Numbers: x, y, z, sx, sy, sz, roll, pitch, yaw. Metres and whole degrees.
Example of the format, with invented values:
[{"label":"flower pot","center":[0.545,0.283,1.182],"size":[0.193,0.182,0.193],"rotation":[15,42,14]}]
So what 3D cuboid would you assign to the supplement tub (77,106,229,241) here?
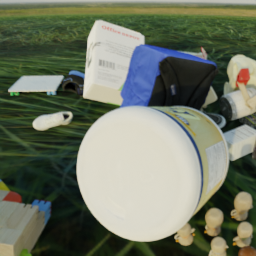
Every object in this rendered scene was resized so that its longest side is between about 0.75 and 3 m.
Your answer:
[{"label":"supplement tub","center":[0.708,0.643,5.463],"size":[2.141,2.141,2.965],"rotation":[16,12,28]}]

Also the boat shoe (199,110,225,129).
[{"label":"boat shoe","center":[2.271,-0.317,9.341],"size":[1.808,0.641,0.652],"rotation":[5,60,26]}]

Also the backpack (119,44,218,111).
[{"label":"backpack","center":[0.936,-0.866,8.229],"size":[2.257,2.777,2.331],"rotation":[2,25,-29]}]

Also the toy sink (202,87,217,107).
[{"label":"toy sink","center":[2.086,-1.338,9.526],"size":[1.047,1.607,0.900],"rotation":[-26,5,44]}]

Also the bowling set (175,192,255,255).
[{"label":"bowling set","center":[1.736,2.014,4.968],"size":[1.626,0.873,1.132],"rotation":[-22,47,-4]}]

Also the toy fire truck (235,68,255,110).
[{"label":"toy fire truck","center":[4.311,-0.941,9.048],"size":[1.418,0.490,2.011],"rotation":[0,71,4]}]

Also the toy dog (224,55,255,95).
[{"label":"toy dog","center":[5.297,-1.890,11.353],"size":[2.447,1.707,2.372],"rotation":[10,44,4]}]

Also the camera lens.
[{"label":"camera lens","center":[3.825,-0.818,9.656],"size":[1.142,0.913,0.913],"rotation":[-18,30,-5]}]

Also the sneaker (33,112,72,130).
[{"label":"sneaker","center":[-2.519,-0.302,9.423],"size":[1.341,0.502,0.668],"rotation":[-17,-6,-27]}]

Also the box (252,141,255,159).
[{"label":"box","center":[4.045,0.569,7.680],"size":[1.083,0.774,0.196],"rotation":[6,31,13]}]

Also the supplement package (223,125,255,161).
[{"label":"supplement package","center":[3.179,0.418,8.040],"size":[1.000,0.584,0.586],"rotation":[-19,32,-18]}]

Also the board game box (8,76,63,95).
[{"label":"board game box","center":[-4.240,-2.007,13.185],"size":[2.071,0.268,2.071],"rotation":[-1,28,-1]}]

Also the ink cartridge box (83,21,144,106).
[{"label":"ink cartridge box","center":[-0.505,-2.412,10.782],"size":[2.054,1.186,2.824],"rotation":[11,65,-22]}]

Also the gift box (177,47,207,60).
[{"label":"gift box","center":[2.413,-2.430,12.146],"size":[1.934,2.072,1.911],"rotation":[15,36,23]}]

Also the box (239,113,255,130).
[{"label":"box","center":[4.579,-0.136,9.573],"size":[1.004,0.278,1.254],"rotation":[-5,28,-8]}]

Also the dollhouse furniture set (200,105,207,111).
[{"label":"dollhouse furniture set","center":[2.347,-0.900,11.099],"size":[1.211,1.038,1.274],"rotation":[-28,4,-43]}]

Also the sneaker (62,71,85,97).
[{"label":"sneaker","center":[-1.608,-1.747,12.203],"size":[2.565,0.900,0.999],"rotation":[12,50,13]}]

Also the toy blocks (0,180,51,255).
[{"label":"toy blocks","center":[-2.705,1.664,5.146],"size":[2.783,1.391,1.902],"rotation":[7,17,1]}]
